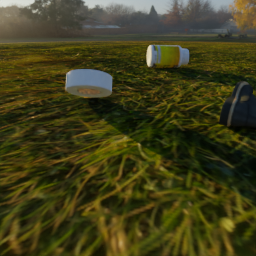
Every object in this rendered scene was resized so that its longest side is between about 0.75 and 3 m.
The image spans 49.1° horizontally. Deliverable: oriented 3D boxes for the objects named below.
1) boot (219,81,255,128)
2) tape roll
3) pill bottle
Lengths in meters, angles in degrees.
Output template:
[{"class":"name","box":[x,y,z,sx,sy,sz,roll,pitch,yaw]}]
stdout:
[{"class":"boot","box":[4.356,-0.617,9.365,1.914,1.072,2.767,17,39,27]},{"class":"tape roll","box":[-1.600,-1.797,11.540,1.897,0.663,1.897,2,-7,0]},{"class":"pill bottle","box":[2.836,-5.088,19.959,2.808,1.534,1.534,-1,21,-8]}]
